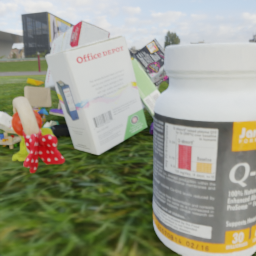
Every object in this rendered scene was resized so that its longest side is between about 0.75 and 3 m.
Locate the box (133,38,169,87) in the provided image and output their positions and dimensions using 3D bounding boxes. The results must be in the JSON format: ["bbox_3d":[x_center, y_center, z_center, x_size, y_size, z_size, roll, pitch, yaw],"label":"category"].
[{"bbox_3d":[0.844,-2.026,9.165,0.876,1.009,1.527,-37,-7,3],"label":"box"}]

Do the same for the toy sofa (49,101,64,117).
[{"bbox_3d":[-2.243,-0.871,11.380,1.128,0.958,2.312,12,-1,-35],"label":"toy sofa"}]

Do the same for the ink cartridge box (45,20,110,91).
[{"bbox_3d":[-2.012,-2.483,10.595,1.201,2.113,2.900,11,-3,-32],"label":"ink cartridge box"}]

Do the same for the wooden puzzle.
[{"bbox_3d":[-3.370,-1.155,10.450,1.000,1.482,0.173,5,-28,-19],"label":"wooden puzzle"}]

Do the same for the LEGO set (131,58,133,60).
[{"bbox_3d":[-0.025,-2.220,10.462,0.685,0.555,1.490,-11,-15,25],"label":"LEGO set"}]

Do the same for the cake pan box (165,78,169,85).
[{"bbox_3d":[1.557,-2.492,11.846,0.372,1.424,1.311,-28,-22,19],"label":"cake pan box"}]

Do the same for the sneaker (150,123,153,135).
[{"bbox_3d":[1.076,0.106,9.247,0.763,0.737,1.828,-18,7,8],"label":"sneaker"}]

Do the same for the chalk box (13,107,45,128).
[{"bbox_3d":[-3.694,-0.305,10.345,0.760,0.754,1.217,2,13,11],"label":"chalk box"}]

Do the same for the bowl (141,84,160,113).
[{"bbox_3d":[-0.158,-1.492,11.934,2.640,0.985,2.636,24,65,19],"label":"bowl"}]

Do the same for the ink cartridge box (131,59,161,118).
[{"bbox_3d":[0.602,-1.207,9.764,0.654,1.984,2.726,-37,1,2],"label":"ink cartridge box"}]

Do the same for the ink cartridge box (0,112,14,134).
[{"bbox_3d":[-3.900,-0.141,9.014,0.627,0.364,1.077,5,-20,26],"label":"ink cartridge box"}]

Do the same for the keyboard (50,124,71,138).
[{"bbox_3d":[-1.196,0.030,9.865,2.861,0.367,1.718,-6,9,-20],"label":"keyboard"}]

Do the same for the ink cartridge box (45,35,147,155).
[{"bbox_3d":[-0.801,-0.964,7.883,2.021,2.781,1.217,-29,24,-36],"label":"ink cartridge box"}]

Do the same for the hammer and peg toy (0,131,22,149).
[{"bbox_3d":[-3.566,0.346,8.512,0.742,0.356,1.009,1,13,11],"label":"hammer and peg toy"}]

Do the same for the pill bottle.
[{"bbox_3d":[1.121,0.258,3.863,1.562,2.684,1.562,-1,14,0],"label":"pill bottle"}]

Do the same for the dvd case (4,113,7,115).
[{"bbox_3d":[-5.887,-0.504,12.579,0.931,0.100,1.252,-9,16,-31],"label":"dvd case"}]

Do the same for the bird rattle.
[{"bbox_3d":[-2.328,0.152,6.465,1.205,1.744,2.139,-20,2,-16],"label":"bird rattle"}]

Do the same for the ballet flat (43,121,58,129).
[{"bbox_3d":[-2.894,-0.071,10.311,0.302,0.316,0.897,6,15,23],"label":"ballet flat"}]
